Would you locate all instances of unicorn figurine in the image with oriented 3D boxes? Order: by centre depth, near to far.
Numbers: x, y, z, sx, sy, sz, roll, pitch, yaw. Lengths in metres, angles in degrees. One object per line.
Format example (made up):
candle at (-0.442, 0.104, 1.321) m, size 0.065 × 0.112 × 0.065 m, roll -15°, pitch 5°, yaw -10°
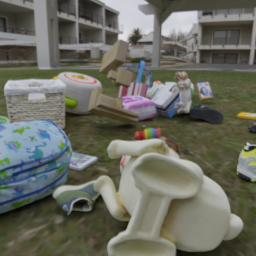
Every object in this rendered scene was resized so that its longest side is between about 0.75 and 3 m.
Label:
unicorn figurine at (2.298, -1.226, 11.698) m, size 0.845 × 2.287 × 1.571 m, roll 19°, pitch 28°, yaw 21°

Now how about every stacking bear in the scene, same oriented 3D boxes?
stacking bear at (0.633, 0.261, 9.151) m, size 0.829 × 0.471 × 0.503 m, roll -4°, pitch 17°, yaw 5°

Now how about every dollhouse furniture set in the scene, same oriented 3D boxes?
dollhouse furniture set at (-0.114, -1.546, 10.326) m, size 1.830 × 2.245 × 2.135 m, roll 17°, pitch -11°, yaw -22°

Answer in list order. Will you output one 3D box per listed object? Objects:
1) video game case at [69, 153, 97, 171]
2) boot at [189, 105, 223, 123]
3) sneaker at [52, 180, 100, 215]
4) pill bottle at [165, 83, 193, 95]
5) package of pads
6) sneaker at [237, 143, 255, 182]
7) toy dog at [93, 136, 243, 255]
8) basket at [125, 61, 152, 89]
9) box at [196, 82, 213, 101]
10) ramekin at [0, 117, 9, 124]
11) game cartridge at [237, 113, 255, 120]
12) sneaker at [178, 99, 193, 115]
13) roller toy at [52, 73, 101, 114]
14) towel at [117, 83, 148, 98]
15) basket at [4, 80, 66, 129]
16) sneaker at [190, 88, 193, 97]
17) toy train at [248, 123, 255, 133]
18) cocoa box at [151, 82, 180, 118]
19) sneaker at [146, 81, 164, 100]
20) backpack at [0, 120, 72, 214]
video game case at (-1.396, 0.886, 7.496) m, size 0.865 × 0.101 × 0.786 m, roll 8°, pitch 17°, yaw 26°
boot at (3.477, -0.640, 12.311) m, size 1.416 × 0.564 × 1.718 m, roll 16°, pitch 11°, yaw 17°
sneaker at (-0.806, 1.363, 5.362) m, size 1.233 × 0.413 × 0.553 m, roll 2°, pitch 36°, yaw -46°
pill bottle at (3.156, -2.359, 17.509) m, size 1.673 × 0.956 × 0.956 m, roll 0°, pitch 16°, yaw -4°
package of pads at (0.276, -0.907, 12.512) m, size 1.258 × 0.790 × 2.088 m, roll -9°, pitch 17°, yaw -16°
sneaker at (3.687, 0.735, 6.638) m, size 2.230 × 0.852 × 0.841 m, roll -4°, pitch 15°, yaw -16°
toy dog at (0.582, 0.894, 4.780) m, size 2.276 × 1.638 × 2.347 m, roll 5°, pitch 13°, yaw -11°
basket at (0.444, -2.540, 15.778) m, size 1.722 × 2.183 × 2.476 m, roll 15°, pitch 4°, yaw -2°
box at (4.244, -2.090, 15.611) m, size 0.656 × 1.103 × 0.229 m, roll -9°, pitch -17°, yaw -7°
ramekin at (-4.071, 0.118, 8.399) m, size 1.047 × 0.511 × 1.047 m, roll -2°, pitch 30°, yaw 1°
game cartridge at (5.408, -0.533, 12.503) m, size 0.866 × 0.140 × 0.763 m, roll 13°, pitch 20°, yaw 35°
sneaker at (2.815, -1.216, 13.620) m, size 0.763 × 0.833 × 1.955 m, roll 5°, pitch 15°, yaw -2°
roller toy at (-2.395, -1.736, 13.287) m, size 2.092 × 1.603 × 2.293 m, roll 2°, pitch 25°, yaw -32°
towel at (0.205, -1.717, 14.601) m, size 1.801 × 1.297 × 0.205 m, roll 14°, pitch 5°, yaw 38°
basket at (-3.552, -0.927, 10.922) m, size 2.141 × 1.738 × 2.161 m, roll -5°, pitch 16°, yaw -18°
sneaker at (2.830, -1.969, 16.121) m, size 2.333 × 0.895 × 0.978 m, roll -10°, pitch 29°, yaw -35°
toy train at (4.918, -0.065, 10.663) m, size 0.344 × 0.257 × 1.504 m, roll -1°, pitch 11°, yaw 41°
cocoa box at (1.862, -1.255, 12.602) m, size 1.339 × 0.879 × 0.893 m, roll -47°, pitch 33°, yaw -12°
sneaker at (1.761, -1.932, 14.538) m, size 2.479 × 1.159 × 0.873 m, roll -11°, pitch -1°, yaw 43°
backpack at (-2.239, 0.715, 5.592) m, size 2.287 × 1.758 × 1.866 m, roll 7°, pitch 22°, yaw -43°
